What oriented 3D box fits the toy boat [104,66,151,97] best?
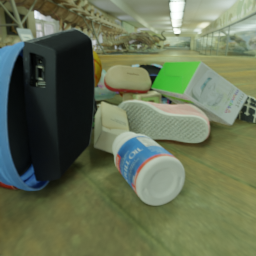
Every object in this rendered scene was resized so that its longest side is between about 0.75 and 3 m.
[{"bbox_3d":[-0.075,-1.665,10.885,1.806,1.181,1.179,3,51,-20],"label":"toy boat"}]

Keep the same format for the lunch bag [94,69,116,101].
[{"bbox_3d":[-2.264,-2.001,12.986,2.813,1.715,2.396,32,30,36],"label":"lunch bag"}]

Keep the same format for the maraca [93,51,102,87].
[{"bbox_3d":[-1.840,-2.114,10.695,1.543,1.977,2.884,-4,30,9],"label":"maraca"}]

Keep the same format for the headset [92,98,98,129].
[{"bbox_3d":[-1.884,-1.012,9.071,1.850,1.407,2.996,15,18,-37],"label":"headset"}]

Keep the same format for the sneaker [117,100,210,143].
[{"bbox_3d":[1.132,-0.256,8.593,2.810,1.058,1.469,12,18,20],"label":"sneaker"}]

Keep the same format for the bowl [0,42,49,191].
[{"bbox_3d":[-1.972,-0.220,5.553,0.565,2.880,2.880,0,18,4],"label":"bowl"}]

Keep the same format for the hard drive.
[{"bbox_3d":[-1.298,-0.446,5.764,0.602,2.843,1.917,13,29,14],"label":"hard drive"}]

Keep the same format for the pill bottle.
[{"bbox_3d":[0.290,0.708,5.713,0.989,0.989,1.763,-7,20,-21],"label":"pill bottle"}]

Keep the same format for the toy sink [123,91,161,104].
[{"bbox_3d":[0.545,-0.907,10.880,1.346,0.877,0.754,-6,19,-19],"label":"toy sink"}]

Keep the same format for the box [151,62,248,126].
[{"bbox_3d":[2.348,-1.222,9.720,2.184,1.196,2.475,27,2,-21],"label":"box"}]

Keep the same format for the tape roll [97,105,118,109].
[{"bbox_3d":[-1.057,-0.654,10.728,1.673,0.306,1.673,1,12,0],"label":"tape roll"}]

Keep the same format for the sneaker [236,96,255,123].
[{"bbox_3d":[4.470,-0.823,10.692,0.958,0.933,2.406,4,16,-17],"label":"sneaker"}]

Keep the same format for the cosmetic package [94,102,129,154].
[{"bbox_3d":[-0.461,-0.009,7.653,0.817,0.577,1.579,20,27,-18],"label":"cosmetic package"}]

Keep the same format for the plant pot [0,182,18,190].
[{"bbox_3d":[-3.172,-0.248,6.545,2.185,2.479,2.477,-1,17,12],"label":"plant pot"}]

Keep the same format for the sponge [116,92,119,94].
[{"bbox_3d":[-1.634,-2.195,15.597,2.560,0.382,1.428,0,18,0],"label":"sponge"}]

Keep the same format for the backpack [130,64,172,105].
[{"bbox_3d":[0.804,-2.004,12.764,2.397,1.766,2.626,-2,19,-5],"label":"backpack"}]
